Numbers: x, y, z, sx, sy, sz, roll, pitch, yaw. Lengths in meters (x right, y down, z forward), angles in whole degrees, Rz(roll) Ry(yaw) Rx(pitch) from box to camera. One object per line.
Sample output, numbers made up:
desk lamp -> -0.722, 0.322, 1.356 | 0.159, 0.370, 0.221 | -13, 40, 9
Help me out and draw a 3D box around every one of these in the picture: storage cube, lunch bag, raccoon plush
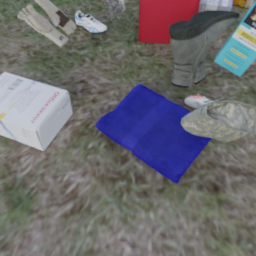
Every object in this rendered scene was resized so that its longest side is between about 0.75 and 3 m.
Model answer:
storage cube -> 1.545, -4.803, 10.948 | 2.474, 2.224, 2.115 | 4, 49, 5
lunch bag -> 1.891, -0.187, 5.997 | 1.263, 1.036, 0.743 | 12, 74, -15
raccoon plush -> -0.737, -4.483, 9.452 | 1.563, 0.756, 1.048 | 23, 61, -14

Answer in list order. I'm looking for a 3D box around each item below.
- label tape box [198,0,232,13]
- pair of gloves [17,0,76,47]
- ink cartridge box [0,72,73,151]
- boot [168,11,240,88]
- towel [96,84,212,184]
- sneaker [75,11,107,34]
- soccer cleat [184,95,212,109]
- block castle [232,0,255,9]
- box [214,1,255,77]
label tape box -> 3.545, -5.655, 12.677 | 2.204, 0.728, 1.579 | 15, 51, 10
pair of gloves -> -2.469, -3.368, 8.830 | 1.569, 0.323, 1.845 | 36, 36, -22
ink cartridge box -> -2.997, -0.517, 8.048 | 2.259, 0.988, 1.641 | 16, 52, 15
boot -> 2.158, -2.328, 8.191 | 2.742, 1.791, 0.928 | -29, 38, -29
towel -> 0.764, 0.074, 7.814 | 2.803, 0.695, 2.070 | 33, 64, 25
sneaker -> -1.581, -4.407, 11.691 | 1.637, 0.593, 0.588 | 30, 54, 22
soccer cleat -> 2.351, -0.661, 8.555 | 1.269, 0.436, 0.541 | 14, 46, 6
block castle -> 5.517, -7.081, 13.496 | 1.916, 1.345, 2.868 | 21, 53, 18
box -> 3.529, -2.656, 7.923 | 0.951, 2.310, 0.568 | 32, 42, 2
